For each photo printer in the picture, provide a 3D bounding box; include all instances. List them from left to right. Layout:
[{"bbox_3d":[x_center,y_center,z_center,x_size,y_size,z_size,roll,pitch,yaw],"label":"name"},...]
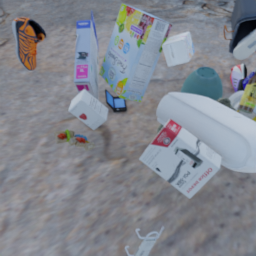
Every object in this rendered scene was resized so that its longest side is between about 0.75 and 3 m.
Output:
[{"bbox_3d":[2.395,0.091,7.031,2.316,0.967,2.783,1,29,-45],"label":"photo printer"}]

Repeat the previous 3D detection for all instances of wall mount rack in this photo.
[{"bbox_3d":[0.381,2.279,5.579,0.758,0.872,0.325,13,24,-33],"label":"wall mount rack"}]

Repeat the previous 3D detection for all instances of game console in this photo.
[{"bbox_3d":[-0.497,-1.129,11.342,0.821,0.543,0.933,-5,46,-4],"label":"game console"}]

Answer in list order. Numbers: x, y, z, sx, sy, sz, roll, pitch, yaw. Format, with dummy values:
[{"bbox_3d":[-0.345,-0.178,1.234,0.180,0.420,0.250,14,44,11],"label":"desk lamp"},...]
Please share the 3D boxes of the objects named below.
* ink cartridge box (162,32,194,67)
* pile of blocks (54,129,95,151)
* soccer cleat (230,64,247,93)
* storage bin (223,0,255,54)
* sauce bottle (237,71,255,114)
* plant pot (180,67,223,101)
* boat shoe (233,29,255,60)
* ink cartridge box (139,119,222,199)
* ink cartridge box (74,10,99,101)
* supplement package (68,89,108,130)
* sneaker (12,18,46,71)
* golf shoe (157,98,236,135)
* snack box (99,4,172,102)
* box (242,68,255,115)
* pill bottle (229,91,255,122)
[{"bbox_3d":[1.325,-2.056,7.379,0.589,0.605,0.941,-8,28,28],"label":"ink cartridge box"},{"bbox_3d":[-1.449,0.278,7.786,1.200,0.373,0.493,16,60,-19],"label":"pile of blocks"},{"bbox_3d":[4.795,-2.057,12.307,0.681,0.634,1.860,-8,47,37],"label":"soccer cleat"},{"bbox_3d":[3.777,-3.451,8.916,1.449,1.991,1.337,-5,75,11],"label":"storage bin"},{"bbox_3d":[2.357,-0.733,5.270,0.297,0.917,0.297,18,6,-2],"label":"sauce bottle"},{"bbox_3d":[3.112,-1.813,11.574,1.742,1.173,1.742,0,46,0],"label":"plant pot"},{"bbox_3d":[3.928,-2.708,8.311,0.639,1.776,0.608,33,56,-8],"label":"boat shoe"},{"bbox_3d":[1.080,0.640,5.814,1.354,0.994,0.561,37,27,6],"label":"ink cartridge box"},{"bbox_3d":[-1.309,-2.196,9.119,0.582,1.655,2.774,-1,66,3],"label":"ink cartridge box"},{"bbox_3d":[-0.990,-0.449,7.059,0.509,0.839,0.503,-36,29,28],"label":"supplement package"},{"bbox_3d":[-2.273,-1.934,6.611,0.700,1.249,0.484,10,36,24],"label":"sneaker"},{"bbox_3d":[2.415,-0.188,10.301,2.866,1.122,1.394,-19,3,1],"label":"golf shoe"},{"bbox_3d":[0.098,-2.284,8.475,0.806,2.383,2.010,6,27,-30],"label":"snack box"},{"bbox_3d":[4.958,-1.635,8.084,1.541,2.937,2.701,37,30,-1],"label":"box"},{"bbox_3d":[4.507,-0.254,9.952,1.298,1.298,2.318,-13,47,-13],"label":"pill bottle"}]
